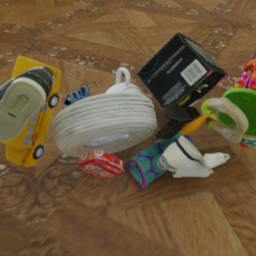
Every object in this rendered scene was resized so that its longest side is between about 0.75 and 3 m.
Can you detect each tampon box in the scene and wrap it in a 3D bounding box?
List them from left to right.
[{"bbox_3d":[1.917,-1.780,9.526,1.609,1.910,2.549,54,27,14],"label":"tampon box"}]

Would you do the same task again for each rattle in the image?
[{"bbox_3d":[2.521,0.273,7.308,1.283,1.971,1.408,-14,31,48],"label":"rattle"}]

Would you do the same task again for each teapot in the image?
[{"bbox_3d":[0.012,-0.827,9.437,1.771,1.294,1.748,33,67,-15],"label":"teapot"}]

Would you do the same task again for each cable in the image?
[{"bbox_3d":[-0.650,-0.004,7.777,2.910,2.911,1.008,-20,74,23],"label":"cable"}]

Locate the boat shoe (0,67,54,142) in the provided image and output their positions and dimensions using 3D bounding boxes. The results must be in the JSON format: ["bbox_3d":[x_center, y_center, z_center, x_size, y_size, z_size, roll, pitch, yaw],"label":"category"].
[{"bbox_3d":[-2.367,-0.416,5.718,2.424,0.871,0.820,-29,34,33],"label":"boat shoe"}]

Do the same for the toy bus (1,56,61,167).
[{"bbox_3d":[-2.605,-0.353,7.272,0.892,2.741,1.073,22,8,18],"label":"toy bus"}]

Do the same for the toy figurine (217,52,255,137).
[{"bbox_3d":[3.711,-1.353,7.897,1.974,2.630,2.421,7,69,39],"label":"toy figurine"}]

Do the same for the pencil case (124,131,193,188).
[{"bbox_3d":[0.986,0.877,8.318,2.129,0.984,0.906,-29,55,-28],"label":"pencil case"}]

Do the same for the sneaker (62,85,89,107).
[{"bbox_3d":[-1.291,-0.751,6.930,0.345,0.838,0.310,-1,59,-55],"label":"sneaker"}]

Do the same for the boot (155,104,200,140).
[{"bbox_3d":[1.111,-0.058,7.274,1.394,1.213,0.483,2,54,-42],"label":"boot"}]

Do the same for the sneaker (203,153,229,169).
[{"bbox_3d":[2.196,0.788,6.994,0.383,0.364,0.952,-11,0,38],"label":"sneaker"}]

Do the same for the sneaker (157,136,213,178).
[{"bbox_3d":[1.587,0.960,7.642,0.938,2.331,0.890,-43,51,10],"label":"sneaker"}]

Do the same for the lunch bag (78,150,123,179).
[{"bbox_3d":[-0.677,0.956,7.477,0.964,1.094,0.448,-24,51,34],"label":"lunch bag"}]
